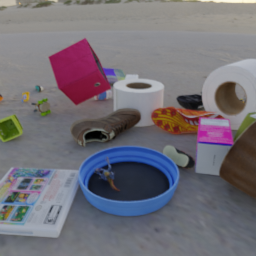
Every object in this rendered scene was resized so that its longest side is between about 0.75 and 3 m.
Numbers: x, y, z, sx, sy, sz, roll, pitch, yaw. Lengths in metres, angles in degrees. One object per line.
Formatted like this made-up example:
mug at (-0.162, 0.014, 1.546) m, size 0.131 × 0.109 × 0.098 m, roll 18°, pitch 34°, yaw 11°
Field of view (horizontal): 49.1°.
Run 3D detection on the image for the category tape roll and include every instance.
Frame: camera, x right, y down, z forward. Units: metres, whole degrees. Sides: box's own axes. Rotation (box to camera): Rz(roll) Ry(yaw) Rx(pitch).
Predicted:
tape roll at (4.712, -1.425, 11.723) m, size 1.833 × 2.669 × 2.669 m, roll -21°, pitch 32°, yaw -39°
tape roll at (0.454, -1.182, 12.543) m, size 2.238 × 1.537 × 2.238 m, roll 0°, pitch 25°, yaw 0°

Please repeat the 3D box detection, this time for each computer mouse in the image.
computer mouse at (3.729, -1.133, 13.670) m, size 2.760 × 0.635 × 1.938 m, roll -15°, pitch 31°, yaw -42°

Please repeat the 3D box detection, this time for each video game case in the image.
video game case at (-2.580, 1.855, 7.475) m, size 2.209 × 0.288 × 2.427 m, roll 2°, pitch 26°, yaw 5°

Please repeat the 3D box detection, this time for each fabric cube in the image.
fabric cube at (-2.254, -2.588, 13.289) m, size 1.986 × 1.955 × 1.993 m, roll -25°, pitch 67°, yaw 4°

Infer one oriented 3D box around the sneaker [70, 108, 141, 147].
sneaker at (-0.694, 0.090, 10.802) m, size 2.920 × 1.028 × 1.103 m, roll -15°, pitch 45°, yaw -19°

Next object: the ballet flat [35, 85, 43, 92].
ballet flat at (-5.244, -2.346, 16.558) m, size 0.320 × 0.318 × 0.936 m, roll -4°, pitch 24°, yaw -29°

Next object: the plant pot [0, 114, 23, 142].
plant pot at (-4.576, -0.043, 10.813) m, size 0.810 × 0.806 × 0.735 m, roll -23°, pitch 20°, yaw -1°

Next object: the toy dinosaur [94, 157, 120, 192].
toy dinosaur at (-0.695, 1.415, 8.214) m, size 0.548 × 1.043 × 0.946 m, roll -18°, pitch -7°, yaw -11°

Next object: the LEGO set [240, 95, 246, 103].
LEGO set at (6.066, -1.264, 13.495) m, size 1.535 × 0.889 × 1.180 m, roll 9°, pitch 26°, yaw 18°

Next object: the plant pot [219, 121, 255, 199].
plant pot at (4.000, 1.198, 7.090) m, size 2.226 × 2.226 × 2.382 m, roll -18°, pitch 45°, yaw -34°

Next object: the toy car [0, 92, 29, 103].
toy car at (-6.209, -1.600, 14.228) m, size 2.146 × 1.053 × 0.714 m, roll -10°, pitch 58°, yaw -7°

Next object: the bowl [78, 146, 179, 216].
bowl at (0.011, 1.432, 8.051) m, size 2.840 × 0.557 × 2.840 m, roll 0°, pitch 24°, yaw 0°

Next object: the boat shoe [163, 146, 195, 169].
boat shoe at (1.632, 0.973, 9.241) m, size 0.431 × 0.503 × 1.376 m, roll 22°, pitch 3°, yaw -31°

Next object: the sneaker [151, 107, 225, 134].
sneaker at (2.422, -0.252, 11.498) m, size 2.985 × 1.089 × 1.151 m, roll 9°, pitch 5°, yaw 7°

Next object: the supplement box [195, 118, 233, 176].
supplement box at (2.847, 0.544, 9.335) m, size 1.104 × 1.081 × 2.135 m, roll 5°, pitch 24°, yaw 15°

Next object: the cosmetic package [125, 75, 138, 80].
cosmetic package at (0.152, -2.224, 15.462) m, size 0.737 × 1.012 × 1.991 m, roll 2°, pitch 24°, yaw 6°

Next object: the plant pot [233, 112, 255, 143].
plant pot at (4.220, 0.303, 9.364) m, size 1.413 × 1.510 × 1.413 m, roll 0°, pitch 25°, yaw 0°

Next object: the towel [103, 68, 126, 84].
towel at (-1.404, -3.387, 17.945) m, size 2.827 × 0.322 × 2.030 m, roll 4°, pitch 34°, yaw -18°

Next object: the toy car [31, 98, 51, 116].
toy car at (-4.189, -0.971, 13.169) m, size 0.868 × 0.713 × 0.685 m, roll -1°, pitch 20°, yaw 24°

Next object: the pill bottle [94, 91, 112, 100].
pill bottle at (-1.354, -1.786, 15.098) m, size 0.902 × 0.506 × 0.506 m, roll -7°, pitch 26°, yaw -14°
